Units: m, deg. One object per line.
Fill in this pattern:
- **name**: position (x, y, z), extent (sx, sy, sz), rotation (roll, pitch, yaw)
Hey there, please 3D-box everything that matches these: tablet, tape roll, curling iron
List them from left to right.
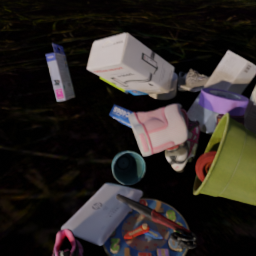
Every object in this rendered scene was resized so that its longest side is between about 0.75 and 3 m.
- **tablet**: position (-0.629, 2.126, 7.276), extent (1.302, 0.137, 2.001), rotation (6, 27, 32)
- **curling iron**: position (0.628, 2.167, 6.781), extent (2.258, 0.289, 0.560), rotation (27, 15, 28)
- **tape roll**: position (1.596, -2.005, 12.977), extent (1.324, 0.909, 1.324), rotation (-1, 35, 0)
- **tape roll**: position (2.895, -0.814, 8.565), extent (1.401, 0.460, 1.401), rotation (8, 20, -3)

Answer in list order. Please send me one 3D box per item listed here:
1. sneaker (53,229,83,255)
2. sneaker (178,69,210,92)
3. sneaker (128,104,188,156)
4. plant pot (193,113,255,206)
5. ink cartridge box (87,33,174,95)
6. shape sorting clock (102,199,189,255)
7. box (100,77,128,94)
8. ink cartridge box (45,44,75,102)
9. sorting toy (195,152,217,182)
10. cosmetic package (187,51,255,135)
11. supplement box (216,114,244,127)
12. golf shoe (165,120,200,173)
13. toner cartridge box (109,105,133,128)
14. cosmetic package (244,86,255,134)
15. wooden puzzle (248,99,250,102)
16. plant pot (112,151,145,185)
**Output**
- **sneaker**: position (-1.305, 2.970, 5.741), extent (0.771, 0.931, 1.952), rotation (-4, 36, -9)
- **sneaker**: position (2.917, -2.138, 12.456), extent (0.866, 0.951, 2.318), rotation (-20, 14, -25)
- **sneaker**: position (0.891, -0.021, 8.080), extent (1.543, 1.111, 2.952), rotation (-22, 9, -1)
- **plant pot**: position (3.282, 1.123, 7.526), extent (2.300, 2.422, 2.422), rotation (22, 39, 10)
- **ink cartridge box**: position (0.117, -2.413, 11.318), extent (2.895, 1.220, 2.113), rotation (21, -12, -42)
- **shape sorting clock**: position (0.411, 2.508, 6.840), extent (2.158, 0.423, 2.158), rotation (0, 35, 0)
- **box**: position (-0.550, -2.282, 13.134), extent (1.495, 0.356, 0.912), rotation (28, 37, -17)
- **ink cartridge box**: position (-2.898, -2.330, 11.923), extent (0.484, 2.306, 1.376), rotation (-8, 10, 7)
- **sorting toy**: position (3.071, 1.166, 7.955), extent (2.179, 1.309, 0.894), rotation (15, 14, 19)
- **cosmetic package**: position (3.356, -1.248, 10.227), extent (0.719, 2.840, 1.172), rotation (16, 27, -30)
- **supplement box**: position (3.256, 0.309, 8.920), extent (0.814, 1.475, 0.632), rotation (2, 11, 24)
- **golf shoe**: position (1.824, 0.526, 9.314), extent (0.922, 1.169, 2.539), rotation (-9, 16, 33)
- **toner cartridge box**: position (0.436, -0.144, 10.156), extent (2.153, 1.022, 0.465), rotation (24, 86, 32)
- **cosmetic package**: position (4.521, -0.455, 8.941), extent (1.461, 2.777, 0.987), rotation (30, 42, 23)
- **wooden puzzle**: position (4.295, -0.667, 10.463), extent (1.766, 0.124, 1.047), rotation (27, 68, 22)
- **plant pot**: position (-0.071, 1.116, 8.367), extent (0.955, 0.955, 0.897), rotation (-8, 6, -12)
